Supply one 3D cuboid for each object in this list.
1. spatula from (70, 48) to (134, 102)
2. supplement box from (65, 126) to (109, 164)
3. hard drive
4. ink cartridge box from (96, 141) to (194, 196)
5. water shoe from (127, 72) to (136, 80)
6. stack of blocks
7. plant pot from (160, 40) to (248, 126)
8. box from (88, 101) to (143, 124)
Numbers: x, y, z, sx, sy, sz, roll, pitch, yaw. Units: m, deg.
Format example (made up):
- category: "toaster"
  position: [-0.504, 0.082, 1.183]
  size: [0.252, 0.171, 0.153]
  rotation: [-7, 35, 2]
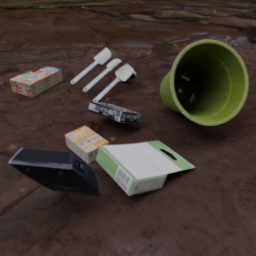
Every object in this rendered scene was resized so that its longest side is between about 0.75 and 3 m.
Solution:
- category: "spatula"
  position: [-1.209, -2.492, 13.324]
  size: [1.910, 0.221, 2.747]
  rotation: [42, 65, 2]
- category: "supplement box"
  position: [-1.426, 0.552, 9.660]
  size: [0.893, 0.521, 1.417]
  rotation: [-27, 41, -34]
- category: "hard drive"
  position: [-1.600, 1.122, 6.763]
  size: [1.582, 2.345, 0.496]
  rotation: [3, 64, 12]
- category: "ink cartridge box"
  position: [0.548, 1.129, 8.724]
  size: [2.535, 0.608, 1.844]
  rotation: [-1, 27, -40]
- category: "water shoe"
  position: [-0.060, -2.675, 14.687]
  size: [0.479, 0.434, 1.215]
  rotation: [-36, 26, -31]
- category: "stack of blocks"
  position: [-4.607, -2.414, 14.239]
  size: [1.313, 0.668, 2.280]
  rotation: [16, 36, 24]
- category: "plant pot"
  position: [2.452, -1.550, 10.666]
  size: [2.882, 2.882, 2.737]
  rotation: [-8, 4, -13]
- category: "box"
  position: [-0.495, -0.589, 10.779]
  size: [1.693, 0.421, 1.335]
  rotation: [20, 9, 36]
